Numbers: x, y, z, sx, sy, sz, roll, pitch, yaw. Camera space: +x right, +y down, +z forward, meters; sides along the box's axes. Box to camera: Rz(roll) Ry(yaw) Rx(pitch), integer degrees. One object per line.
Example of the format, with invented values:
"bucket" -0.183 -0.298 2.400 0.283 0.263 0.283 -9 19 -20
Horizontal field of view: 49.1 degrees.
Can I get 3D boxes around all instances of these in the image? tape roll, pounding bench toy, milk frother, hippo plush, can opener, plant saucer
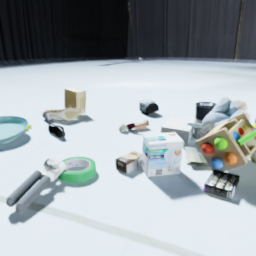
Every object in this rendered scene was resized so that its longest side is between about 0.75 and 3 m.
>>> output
"tape roll" -1.801 1.425 9.743 1.356 0.326 1.356 1 19 0
"pounding bench toy" 3.610 0.428 9.259 1.660 1.322 2.128 -30 -3 -39
"milk frother" 3.942 -0.325 12.752 1.690 1.590 1.525 16 26 37
"hippo plush" 4.013 0.101 11.351 2.251 1.810 1.793 -38 37 -2
"can opener" -2.729 1.708 8.589 0.636 0.802 2.415 28 29 5
"plant saucer" -6.085 0.158 12.884 2.921 0.400 2.921 -1 25 1

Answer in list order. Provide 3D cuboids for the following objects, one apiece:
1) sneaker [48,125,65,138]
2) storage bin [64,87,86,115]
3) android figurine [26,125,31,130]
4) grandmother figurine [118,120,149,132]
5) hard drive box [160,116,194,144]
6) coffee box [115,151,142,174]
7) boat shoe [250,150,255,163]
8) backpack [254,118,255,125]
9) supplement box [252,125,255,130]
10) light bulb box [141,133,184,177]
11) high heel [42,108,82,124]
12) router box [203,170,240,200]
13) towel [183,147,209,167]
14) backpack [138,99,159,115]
"sneaker" -3.230 0.089 13.275 0.604 0.523 1.380 -10 21 -40
"storage bin" -3.163 -1.598 16.637 0.664 1.406 1.416 -13 23 -41
"android figurine" -5.429 -0.029 14.015 1.043 0.214 0.950 -15 25 -40
"grandmother figurine" 0.262 -0.088 13.889 1.568 0.475 0.951 -12 -2 -23
"hard drive box" 2.316 0.071 12.983 1.296 0.639 1.663 11 22 19
"coffee box" 0.075 1.225 10.187 0.572 0.399 1.000 16 25 38
"boat shoe" 5.575 0.965 10.639 1.857 0.584 0.678 -2 20 -5
"backpack" 6.996 -0.360 14.163 1.011 0.817 1.061 18 22 17
"supplement box" 6.045 0.315 12.183 1.418 0.772 0.777 0 19 -1
"light bulb box" 1.155 0.910 9.684 1.245 1.256 0.784 -4 24 -14
"high heel" -3.716 -0.890 15.578 2.016 0.720 1.437 -20 32 -24
"router box" 2.967 1.755 8.850 0.858 0.294 1.151 12 23 30
"towel" 2.936 1.148 10.753 1.481 0.266 1.538 4 18 3
"backpack" 1.153 -1.263 16.668 0.998 0.757 1.196 -14 23 -31
